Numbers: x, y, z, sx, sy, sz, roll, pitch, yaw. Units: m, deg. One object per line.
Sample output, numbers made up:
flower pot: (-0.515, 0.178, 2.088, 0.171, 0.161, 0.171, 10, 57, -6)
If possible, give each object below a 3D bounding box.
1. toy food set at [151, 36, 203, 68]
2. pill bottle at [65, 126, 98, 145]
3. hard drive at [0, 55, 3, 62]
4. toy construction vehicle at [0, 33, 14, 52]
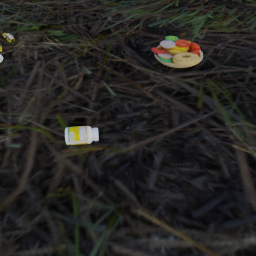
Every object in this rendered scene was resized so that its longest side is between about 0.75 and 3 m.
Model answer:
toy food set: (1.789, -2.731, 10.104, 1.796, 0.441, 1.814, 19, 46, 20)
pill bottle: (-1.131, 0.180, 6.917, 0.782, 0.441, 0.441, -4, 43, -4)
hard drive: (-2.834, -1.600, 4.665, 0.894, 1.356, 0.181, 41, 93, 14)
toy construction vehicle: (-4.900, -3.331, 10.893, 0.908, 0.367, 1.043, -39, 52, -21)
